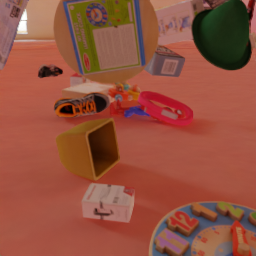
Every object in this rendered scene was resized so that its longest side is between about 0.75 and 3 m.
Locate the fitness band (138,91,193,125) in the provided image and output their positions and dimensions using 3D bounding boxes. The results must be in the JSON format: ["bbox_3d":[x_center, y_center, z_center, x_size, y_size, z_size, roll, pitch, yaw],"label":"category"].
[{"bbox_3d":[1.219,-0.669,9.201,1.905,0.357,1.368,25,27,10],"label":"fitness band"}]

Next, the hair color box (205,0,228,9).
[{"bbox_3d":[1.316,-2.045,3.561,0.304,0.991,0.503,35,-26,-24],"label":"hair color box"}]

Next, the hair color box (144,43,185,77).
[{"bbox_3d":[0.580,-2.013,7.649,0.914,0.560,1.846,-3,33,-35],"label":"hair color box"}]

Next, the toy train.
[{"bbox_3d":[-0.337,-1.682,11.362,1.776,0.658,2.365,8,22,-27],"label":"toy train"}]

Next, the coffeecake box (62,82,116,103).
[{"bbox_3d":[-1.473,-1.306,11.094,1.388,0.661,1.808,12,24,28],"label":"coffeecake box"}]

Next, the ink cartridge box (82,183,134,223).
[{"bbox_3d":[-0.329,1.285,4.867,0.809,0.335,0.594,4,21,10],"label":"ink cartridge box"}]

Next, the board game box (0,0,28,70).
[{"bbox_3d":[-3.617,-2.660,6.483,2.034,2.044,0.443,23,36,-23],"label":"board game box"}]

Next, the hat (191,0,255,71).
[{"bbox_3d":[2.846,-2.905,6.986,1.882,2.272,2.000,-11,-15,-21],"label":"hat"}]

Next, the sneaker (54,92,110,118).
[{"bbox_3d":[-1.574,-0.703,9.541,1.968,0.770,0.760,-11,22,1],"label":"sneaker"}]

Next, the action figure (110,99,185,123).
[{"bbox_3d":[0.657,-0.595,9.426,2.545,0.658,0.832,11,19,22],"label":"action figure"}]

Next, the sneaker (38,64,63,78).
[{"bbox_3d":[-1.787,-1.317,6.524,0.324,0.302,0.752,20,30,13],"label":"sneaker"}]

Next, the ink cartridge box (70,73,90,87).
[{"bbox_3d":[-2.122,-2.128,12.521,0.559,1.170,1.332,2,21,5],"label":"ink cartridge box"}]

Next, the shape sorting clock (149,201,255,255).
[{"bbox_3d":[1.457,1.709,3.593,2.384,0.468,2.384,0,21,0],"label":"shape sorting clock"}]

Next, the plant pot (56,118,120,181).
[{"bbox_3d":[-0.968,0.423,6.236,1.087,1.056,1.063,1,19,29],"label":"plant pot"}]

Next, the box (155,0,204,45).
[{"bbox_3d":[1.549,-4.006,10.853,2.535,1.285,1.426,-2,25,33],"label":"box"}]

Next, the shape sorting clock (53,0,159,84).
[{"bbox_3d":[-0.504,-2.189,6.531,2.430,2.430,0.477,-1,32,-4],"label":"shape sorting clock"}]

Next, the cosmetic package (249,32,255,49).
[{"bbox_3d":[3.567,-2.714,9.345,1.291,0.472,0.668,-13,15,36],"label":"cosmetic package"}]
